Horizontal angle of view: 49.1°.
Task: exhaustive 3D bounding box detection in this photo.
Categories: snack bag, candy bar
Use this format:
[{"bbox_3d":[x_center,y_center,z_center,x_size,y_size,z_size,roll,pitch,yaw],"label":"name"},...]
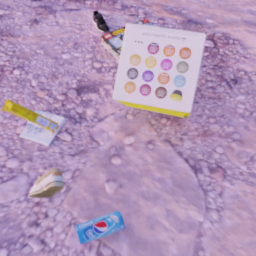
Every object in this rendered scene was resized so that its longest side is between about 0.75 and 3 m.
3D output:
[{"bbox_3d":[-3.393,-0.018,11.041,1.376,0.156,1.459,17,54,12],"label":"snack bag"},{"bbox_3d":[-3.679,-0.412,10.614,2.194,0.243,0.547,26,60,-11],"label":"candy bar"}]

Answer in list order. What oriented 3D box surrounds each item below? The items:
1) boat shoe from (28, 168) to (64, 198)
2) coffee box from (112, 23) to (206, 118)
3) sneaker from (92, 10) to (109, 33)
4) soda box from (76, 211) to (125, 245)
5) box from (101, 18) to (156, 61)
[{"bbox_3d":[-2.462,1.719,8.510,0.645,1.726,0.590,20,54,-40],"label":"boat shoe"},{"bbox_3d":[1.187,-1.883,10.168,2.630,2.634,2.605,11,91,10],"label":"coffee box"},{"bbox_3d":[-1.541,-5.773,15.143,0.593,0.685,1.565,-25,57,-18],"label":"sneaker"},{"bbox_3d":[-0.828,2.976,8.413,1.399,0.474,0.449,-16,95,-13],"label":"soda box"},{"bbox_3d":[0.324,-4.451,14.197,2.851,0.569,1.952,-29,58,-21],"label":"box"}]
